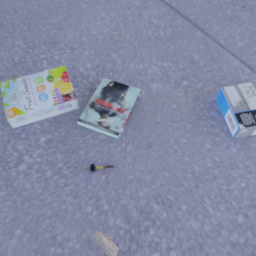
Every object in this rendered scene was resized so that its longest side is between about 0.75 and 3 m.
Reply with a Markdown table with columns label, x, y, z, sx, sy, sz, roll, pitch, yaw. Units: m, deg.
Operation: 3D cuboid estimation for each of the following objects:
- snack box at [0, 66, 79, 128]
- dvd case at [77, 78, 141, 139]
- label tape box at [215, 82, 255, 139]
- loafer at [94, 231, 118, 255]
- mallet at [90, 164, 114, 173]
| label | x | y | z | sx | sy | sz | roll | pitch | yaw |
| --- | --- | --- | --- | --- | --- | --- | --- | --- | --- |
| snack box | -3.793 | -1.377 | 12.024 | 2.872 | 0.761 | 2.042 | -18 | 61 | -10 |
| dvd case | -0.752 | -0.920 | 12.038 | 1.892 | 0.285 | 2.591 | 20 | 62 | 12 |
| label tape box | 5.448 | -0.869 | 11.635 | 2.898 | 0.917 | 2.090 | -10 | 60 | -6 |
| loafer | -0.671 | 3.637 | 8.879 | 0.441 | 1.226 | 0.385 | 0 | 36 | 39 |
| mallet | -0.989 | 1.541 | 10.641 | 0.921 | 0.190 | 0.303 | 2 | 59 | -3 |
